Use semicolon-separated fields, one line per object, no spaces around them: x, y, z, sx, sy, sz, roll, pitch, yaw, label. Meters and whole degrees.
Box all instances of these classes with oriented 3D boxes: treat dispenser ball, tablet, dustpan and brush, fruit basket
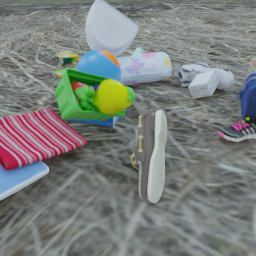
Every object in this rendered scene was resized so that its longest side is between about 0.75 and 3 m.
-0.991;-1.887;9.544;1.504;1.504;1.504;0;31;0;treat dispenser ball
-3.291;0.587;6.306;2.650;0.181;1.724;33;33;20;tablet
-0.982;-3.196;10.774;2.026;0.831;2.902;28;68;-21;dustpan and brush
-0.738;-0.909;7.607;2.044;2.044;1.474;-14;73;-21;fruit basket

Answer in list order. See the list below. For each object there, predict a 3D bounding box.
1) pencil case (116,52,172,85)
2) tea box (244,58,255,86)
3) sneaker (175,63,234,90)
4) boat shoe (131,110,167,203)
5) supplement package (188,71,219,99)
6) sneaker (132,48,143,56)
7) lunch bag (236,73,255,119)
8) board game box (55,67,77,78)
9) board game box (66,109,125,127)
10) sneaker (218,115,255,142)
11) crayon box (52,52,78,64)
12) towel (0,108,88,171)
0.286;-2.385;11.584;2.986;1.241;1.354;-13;32;-21;pencil case
5.253;-1.789;10.375;1.441;1.464;0.978;-6;32;-9;tea box
3.007;-2.020;11.353;1.402;0.917;2.440;-14;29;-21;sneaker
0.472;0.623;6.645;0.699;0.844;2.350;-5;57;22;boat shoe
2.860;-1.639;10.574;0.755;0.537;0.969;-6;33;42;supplement package
0.720;-3.633;14.290;0.899;0.561;1.524;7;41;22;sneaker
4.564;-0.854;8.811;2.198;1.493;1.454;10;32;19;lunch bag
-2.660;-2.581;12.946;1.273;0.191;0.608;-20;37;-26;board game box
-1.070;-0.803;9.679;1.810;0.506;1.772;9;32;15;board game box
3.358;-0.039;8.144;1.574;0.689;0.581;-4;30;-16;sneaker
-3.283;-3.666;14.595;0.928;0.314;1.076;-26;40;-36;crayon box
-2.423;0.159;7.045;1.759;0.273;2.432;38;31;24;towel
